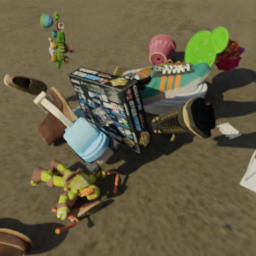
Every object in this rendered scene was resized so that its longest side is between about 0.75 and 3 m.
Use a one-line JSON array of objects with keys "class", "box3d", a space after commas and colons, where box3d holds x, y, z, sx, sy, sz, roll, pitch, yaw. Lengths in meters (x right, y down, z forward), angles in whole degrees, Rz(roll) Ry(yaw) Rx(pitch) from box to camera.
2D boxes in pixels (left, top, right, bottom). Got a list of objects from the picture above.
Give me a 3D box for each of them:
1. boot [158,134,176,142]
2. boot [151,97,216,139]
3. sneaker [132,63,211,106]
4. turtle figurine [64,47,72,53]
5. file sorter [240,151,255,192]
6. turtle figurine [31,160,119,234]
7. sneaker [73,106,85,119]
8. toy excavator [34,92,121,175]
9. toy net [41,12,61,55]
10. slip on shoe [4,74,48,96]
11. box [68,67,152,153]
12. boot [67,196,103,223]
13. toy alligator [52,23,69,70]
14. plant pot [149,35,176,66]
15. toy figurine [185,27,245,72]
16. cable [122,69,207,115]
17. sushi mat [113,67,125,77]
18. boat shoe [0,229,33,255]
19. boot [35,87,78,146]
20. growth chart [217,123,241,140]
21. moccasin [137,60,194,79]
[{"class": "boot", "box3d": [1.032, 0.101, 8.164, 0.573, 0.321, 0.829, 24, 5, -12]}, {"class": "boot", "box3d": [0.899, -0.078, 5.378, 1.306, 0.731, 1.888, -10, -6, 25]}, {"class": "sneaker", "box3d": [1.035, -1.287, 7.175, 2.058, 0.822, 0.735, -22, 23, 19]}, {"class": "turtle figurine", "box3d": [-3.423, -4.081, 14.524, 0.827, 0.330, 1.025, -30, 52, -25]}, {"class": "file sorter", "box3d": [3.795, 1.073, 6.771, 1.605, 0.999, 1.114, 24, 42, 30]}, {"class": "turtle figurine", "box3d": [-1.371, 1.334, 6.516, 1.793, 0.716, 2.224, 16, 34, 26]}, {"class": "sneaker", "box3d": [-0.958, -0.796, 9.195, 0.924, 1.024, 2.500, 39, 48, 19]}, {"class": "toy excavator", "box3d": [-1.287, 0.005, 6.737, 0.926, 1.853, 1.802, -46, 38, -9]}, {"class": "toy net", "box3d": [-2.493, -3.015, 9.266, 0.289, 1.497, 0.785, 10, 37, 10]}, {"class": "slip on shoe", "box3d": [-3.284, -1.423, 9.250, 0.449, 0.563, 1.481, 7, -8, 44]}, {"class": "box", "box3d": [-0.512, -0.534, 7.438, 0.535, 1.847, 2.324, -37, 38, -28]}, {"class": "boot", "box3d": [-1.090, 1.712, 6.451, 0.845, 0.306, 0.703, -24, 45, -23]}, {"class": "toy alligator", "box3d": [-2.091, -2.557, 8.662, 0.493, 1.489, 0.358, 0, 1, -23]}, {"class": "plant pot", "box3d": [1.512, -3.507, 13.075, 1.266, 1.266, 1.134, 11, 52, 14]}, {"class": "toy figurine", "box3d": [3.378, -2.677, 9.985, 1.840, 1.999, 1.500, 0, 73, -30]}, {"class": "cable", "box3d": [1.401, -1.361, 10.170, 2.718, 0.941, 2.719, -18, 41, -29]}, {"class": "sushi mat", "box3d": [-0.541, -1.562, 9.927, 0.079, 1.308, 0.626, 37, 16, 21]}, {"class": "boat shoe", "box3d": [-2.691, 2.300, 5.428, 1.685, 0.593, 0.592, 2, 30, 16]}, {"class": "boot", "box3d": [-2.250, -0.348, 8.254, 1.210, 0.526, 1.455, -35, 82, -3]}, {"class": "growth chart", "box3d": [3.199, 0.090, 8.933, 0.551, 0.068, 0.762, -12, 38, -16]}, {"class": "moccasin", "box3d": [1.271, -1.792, 9.104, 2.093, 0.765, 0.808, -18, 52, -19]}]
